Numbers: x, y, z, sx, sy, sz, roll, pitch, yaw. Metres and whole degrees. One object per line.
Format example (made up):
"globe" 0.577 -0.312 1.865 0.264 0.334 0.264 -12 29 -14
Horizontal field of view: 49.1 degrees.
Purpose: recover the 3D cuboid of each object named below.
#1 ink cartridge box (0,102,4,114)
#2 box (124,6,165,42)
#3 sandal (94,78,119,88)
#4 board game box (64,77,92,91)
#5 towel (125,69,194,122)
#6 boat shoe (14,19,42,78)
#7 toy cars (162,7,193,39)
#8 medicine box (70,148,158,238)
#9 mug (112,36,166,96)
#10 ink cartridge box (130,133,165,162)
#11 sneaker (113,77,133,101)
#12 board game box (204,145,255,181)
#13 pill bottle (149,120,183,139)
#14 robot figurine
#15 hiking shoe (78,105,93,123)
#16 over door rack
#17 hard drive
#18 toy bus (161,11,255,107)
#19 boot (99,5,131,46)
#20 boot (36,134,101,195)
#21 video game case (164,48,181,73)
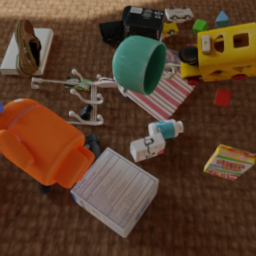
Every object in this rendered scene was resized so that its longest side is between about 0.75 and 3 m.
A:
"ink cartridge box" -3.728 -0.615 6.824 0.317 1.347 1.332 -15 71 -57
"box" 0.665 -3.855 11.941 1.490 2.006 1.247 12 58 7
"sandal" -0.676 -1.403 8.497 1.109 0.451 0.273 7 87 48
"board game box" -2.111 -1.852 11.795 1.050 0.123 0.550 10 56 7
"towel" 1.389 -1.595 11.309 1.957 0.400 2.675 39 65 6
"boat shoe" -2.997 -2.535 8.667 0.693 0.734 2.040 -19 71 25
"toy cars" 2.042 -5.039 13.564 1.265 0.625 2.821 36 60 11
"medicine box" -0.391 1.991 8.772 2.034 1.047 1.852 31 62 19
"mug" 0.261 -1.553 7.238 1.028 1.663 1.366 22 72 20
"ink cartridge box" 0.673 0.698 9.753 1.093 0.794 0.456 -17 59 -11
"sneaker" -0.072 -1.752 11.373 0.668 0.491 1.477 -40 57 21
"board game box" 2.117 0.769 5.951 0.716 1.500 0.225 16 65 10
"pill bottle" 1.388 0.069 10.240 1.179 0.653 0.653 -11 58 -6
"robot figurine" -2.342 0.347 7.380 2.906 1.694 2.090 34 48 8
"hiking shoe" -1.656 -0.511 10.862 0.311 0.362 0.836 35 78 -18
"over door rack" -2.461 -1.130 10.794 2.976 0.991 2.199 -2 58 -1
"hard drive" -4.538 -3.519 12.721 1.771 0.353 2.686 2 57 1
"toy bus" 2.394 -2.124 8.066 2.540 1.391 2.692 44 96 24
"boot" -0.487 -4.938 13.395 1.804 0.815 2.202 -12 60 -5
"boot" -1.971 1.196 9.549 2.209 0.725 1.821 -8 59 -10
"video game case" 1.412 -2.446 10.127 1.399 0.999 0.133 12 62 -25
